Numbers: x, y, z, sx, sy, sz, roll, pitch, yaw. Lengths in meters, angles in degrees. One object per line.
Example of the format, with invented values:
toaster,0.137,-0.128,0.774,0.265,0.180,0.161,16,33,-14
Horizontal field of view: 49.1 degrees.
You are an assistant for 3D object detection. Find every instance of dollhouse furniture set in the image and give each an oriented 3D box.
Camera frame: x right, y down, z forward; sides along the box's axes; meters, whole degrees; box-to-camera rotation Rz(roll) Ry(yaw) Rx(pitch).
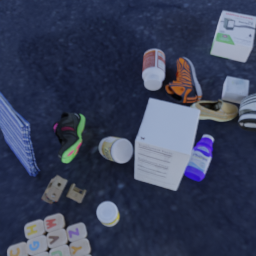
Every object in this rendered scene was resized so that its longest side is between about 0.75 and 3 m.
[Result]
dollhouse furniture set,-2.049,2.136,8.899,1.053,0.742,0.738,32,59,-15

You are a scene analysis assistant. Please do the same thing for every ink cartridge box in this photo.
ink cartridge box,4.767,-4.164,12.650,1.577,0.911,2.168,16,59,10

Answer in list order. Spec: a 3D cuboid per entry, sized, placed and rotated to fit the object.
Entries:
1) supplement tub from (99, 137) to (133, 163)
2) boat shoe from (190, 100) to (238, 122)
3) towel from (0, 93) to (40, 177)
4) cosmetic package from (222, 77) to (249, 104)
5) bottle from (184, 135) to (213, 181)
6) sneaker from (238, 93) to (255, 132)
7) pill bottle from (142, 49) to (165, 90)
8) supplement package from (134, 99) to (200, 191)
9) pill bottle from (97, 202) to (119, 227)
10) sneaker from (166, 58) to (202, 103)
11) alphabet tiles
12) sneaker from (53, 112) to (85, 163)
supplement tub,-0.441,0.716,9.380,0.794,0.794,1.100,-43,24,-23
boat shoe,3.293,-0.694,10.288,2.069,0.788,0.741,-4,60,-22
towel,-3.520,0.146,8.775,0.337,2.827,2.047,-32,63,-31
cosmetic package,4.279,-1.505,11.192,0.870,0.535,0.868,12,58,9
bottle,2.486,0.984,9.597,0.693,0.542,1.660,24,61,14
sneaker,5.573,-0.645,10.311,2.866,1.081,1.649,9,60,8
pill bottle,1.047,-2.376,11.525,0.909,0.909,1.620,4,58,3
supplement package,1.091,0.613,8.534,1.480,2.702,1.537,14,61,9
pill bottle,-0.573,2.570,8.253,0.596,1.063,0.596,-1,64,1
sneaker,2.054,-1.943,11.286,1.225,0.848,2.187,-9,58,-7
alphabet tiles,-2.243,3.758,8.053,2.336,0.174,2.388,-15,59,-9
sneaker,-2.107,0.281,9.455,1.027,0.940,2.450,21,28,-16
